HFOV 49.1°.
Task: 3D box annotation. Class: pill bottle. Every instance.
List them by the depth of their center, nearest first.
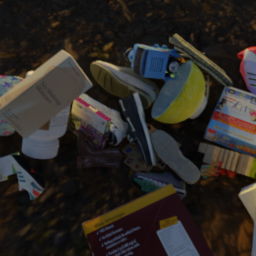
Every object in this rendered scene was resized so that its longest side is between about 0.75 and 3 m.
[{"bbox_3d":[-2.599,-0.380,8.753,1.428,2.497,1.428,12,15,-4],"label":"pill bottle"}]

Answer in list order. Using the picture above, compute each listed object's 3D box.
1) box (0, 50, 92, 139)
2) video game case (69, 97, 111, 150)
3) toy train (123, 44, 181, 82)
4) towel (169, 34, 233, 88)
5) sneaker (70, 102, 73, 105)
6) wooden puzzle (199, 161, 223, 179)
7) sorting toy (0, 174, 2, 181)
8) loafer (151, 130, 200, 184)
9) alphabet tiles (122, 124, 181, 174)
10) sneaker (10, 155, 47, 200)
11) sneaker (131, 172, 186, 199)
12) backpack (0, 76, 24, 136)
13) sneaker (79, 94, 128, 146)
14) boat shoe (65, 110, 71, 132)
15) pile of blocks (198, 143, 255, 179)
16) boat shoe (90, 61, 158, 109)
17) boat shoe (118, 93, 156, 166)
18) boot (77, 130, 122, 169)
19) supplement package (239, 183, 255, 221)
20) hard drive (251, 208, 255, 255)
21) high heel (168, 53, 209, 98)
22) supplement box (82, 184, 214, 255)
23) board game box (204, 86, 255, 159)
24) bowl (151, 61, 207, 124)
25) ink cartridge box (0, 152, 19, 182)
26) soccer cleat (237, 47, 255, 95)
[{"bbox_3d":[-2.177,-0.896,7.292,2.243,1.065,0.872,-40,35,-4],"label":"box"},{"bbox_3d":[-1.307,-0.098,9.337,1.486,1.347,0.266,33,39,21],"label":"video game case"},{"bbox_3d":[0.824,-2.528,10.433,1.576,1.196,2.759,4,21,-22],"label":"toy train"},{"bbox_3d":[2.503,-2.419,10.032,2.625,0.453,2.527,38,23,-2],"label":"towel"},{"bbox_3d":[-2.321,-0.867,10.319,0.593,1.127,1.559,32,21,19],"label":"sneaker"},{"bbox_3d":[2.470,1.292,8.443,0.611,1.031,0.072,-4,52,-1],"label":"wooden puzzle"},{"bbox_3d":[-4.724,1.587,8.624,1.211,0.239,1.309,40,78,17],"label":"sorting toy"},{"bbox_3d":[1.380,0.953,8.688,0.712,0.622,1.979,-33,67,-16],"label":"loafer"},{"bbox_3d":[0.722,0.788,9.497,1.459,0.066,1.745,33,62,20],"label":"alphabet tiles"},{"bbox_3d":[-3.116,1.473,8.301,1.518,0.535,0.710,42,97,13],"label":"sneaker"},{"bbox_3d":[0.950,1.634,8.674,1.722,0.641,0.754,19,47,0],"label":"sneaker"},{"bbox_3d":[-4.343,-0.767,9.351,2.341,2.078,1.762,-4,60,-13],"label":"backpack"},{"bbox_3d":[-0.894,-0.413,9.912,0.961,0.891,2.372,-35,68,-32],"label":"sneaker"},{"bbox_3d":[-2.141,-0.257,9.884,0.280,0.779,0.263,13,16,15],"label":"boat shoe"},{"bbox_3d":[3.444,1.225,8.824,2.583,1.060,0.803,17,87,16],"label":"pile of blocks"},{"bbox_3d":[-0.149,-1.780,10.724,2.806,1.049,0.960,35,58,12],"label":"boat shoe"},{"bbox_3d":[0.293,0.090,9.375,0.801,1.004,2.655,-17,61,5],"label":"boat shoe"},{"bbox_3d":[-0.929,0.689,9.145,1.447,0.465,1.348,-2,73,-4],"label":"boot"},{"bbox_3d":[3.661,2.052,7.927,0.620,0.843,0.806,-34,77,26],"label":"supplement package"},{"bbox_3d":[4.076,1.917,7.084,1.828,0.370,2.772,12,80,-16],"label":"hard drive"},{"bbox_3d":[2.186,-1.950,10.954,1.808,0.906,2.537,-3,55,8],"label":"high heel"},{"bbox_3d":[0.522,3.200,6.888,2.465,1.659,2.499,-21,59,-14],"label":"supplement box"},{"bbox_3d":[4.098,-0.209,9.718,2.295,0.641,2.247,23,56,16],"label":"board game box"},{"bbox_3d":[1.947,-1.004,9.658,1.240,2.304,2.304,31,58,-11],"label":"bowl"},{"bbox_3d":[-3.965,1.292,9.006,1.044,0.250,0.760,-16,57,-7],"label":"ink cartridge box"},{"bbox_3d":[4.911,-2.075,11.076,1.031,0.899,2.696,-9,56,32],"label":"soccer cleat"}]
